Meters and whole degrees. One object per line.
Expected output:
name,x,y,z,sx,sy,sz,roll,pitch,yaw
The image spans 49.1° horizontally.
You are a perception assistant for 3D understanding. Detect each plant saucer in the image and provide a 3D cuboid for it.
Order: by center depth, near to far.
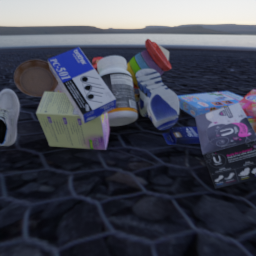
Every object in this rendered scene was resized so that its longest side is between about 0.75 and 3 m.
plant saucer,-2.974,-1.578,9.140,1.391,1.391,0.254,-8,-21,-19

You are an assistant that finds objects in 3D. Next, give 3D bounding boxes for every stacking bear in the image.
stacking bear,0.399,-2.407,12.355,2.670,1.518,1.621,-35,-4,21

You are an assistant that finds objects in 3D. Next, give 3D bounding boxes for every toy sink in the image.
toy sink,1.303,-3.411,13.204,1.126,0.734,0.631,22,-26,-33

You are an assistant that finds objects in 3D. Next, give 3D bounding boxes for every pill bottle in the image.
pill bottle,-0.485,-1.393,10.771,1.427,2.452,1.427,-8,-14,-2

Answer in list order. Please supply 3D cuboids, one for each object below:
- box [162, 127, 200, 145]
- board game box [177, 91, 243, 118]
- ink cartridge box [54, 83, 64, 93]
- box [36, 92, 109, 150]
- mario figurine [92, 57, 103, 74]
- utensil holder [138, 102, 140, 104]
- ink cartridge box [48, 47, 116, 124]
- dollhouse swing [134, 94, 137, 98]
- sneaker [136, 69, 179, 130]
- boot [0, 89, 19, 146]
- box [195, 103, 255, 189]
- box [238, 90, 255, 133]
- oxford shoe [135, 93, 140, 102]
box,2.151,0.266,9.998,1.711,0.277,1.037,-3,21,-4
board game box,4.015,-1.139,13.193,2.958,0.541,2.237,-6,22,-15
ink cartridge box,-2.078,-1.129,10.943,1.417,2.420,0.815,-6,39,-9
box,-1.642,-0.194,8.837,1.925,1.693,0.931,4,52,5
mario figurine,-1.377,-2.269,11.837,1.074,0.922,1.739,14,55,46
utensil holder,0.950,-0.979,12.294,0.820,0.697,0.697,-23,18,11
ink cartridge box,-1.346,-1.269,8.062,1.038,0.488,2.209,-27,66,-17
dollhouse swing,-0.580,-1.348,11.631,1.270,1.154,1.116,46,27,14
sneaker,1.126,-0.865,10.984,1.171,1.674,2.899,-14,48,-6
boot,-3.901,-0.338,8.922,0.690,1.877,0.897,-2,1,-9
box,2.581,0.368,7.238,1.316,1.143,1.992,-18,26,17
box,4.637,-0.309,9.815,1.390,1.452,2.912,14,26,32
oxford shoe,0.391,-1.359,12.442,0.274,0.357,0.949,1,-4,-44
